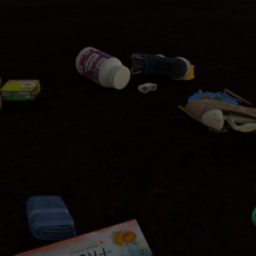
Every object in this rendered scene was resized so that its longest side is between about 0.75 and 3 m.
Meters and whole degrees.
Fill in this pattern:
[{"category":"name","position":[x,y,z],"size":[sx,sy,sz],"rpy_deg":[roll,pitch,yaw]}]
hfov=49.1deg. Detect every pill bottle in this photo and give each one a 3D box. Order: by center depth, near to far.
[{"category":"pill bottle","position":[-1.169,-2.759,13.190],"size":[2.533,1.422,1.422],"rpy_deg":[31,43,32]}]

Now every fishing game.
[{"category":"fishing game","position":[3.520,-1.076,11.509],"size":[2.885,0.448,2.066],"rpy_deg":[-18,40,-24]}]

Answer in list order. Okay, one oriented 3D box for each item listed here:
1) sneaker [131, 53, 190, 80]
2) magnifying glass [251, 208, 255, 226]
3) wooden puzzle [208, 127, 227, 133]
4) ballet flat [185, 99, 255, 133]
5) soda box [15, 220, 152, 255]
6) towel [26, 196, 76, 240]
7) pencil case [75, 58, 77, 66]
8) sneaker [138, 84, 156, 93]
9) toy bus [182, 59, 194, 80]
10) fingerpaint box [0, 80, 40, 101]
[{"category":"sneaker","position":[1.391,-2.984,13.712],"size":[2.145,1.128,2.968],"rpy_deg":[-8,22,-32]},{"category":"magnifying glass","position":[3.348,1.945,6.945],"size":[0.592,0.166,1.487],"rpy_deg":[8,32,13]},{"category":"wooden puzzle","position":[3.266,0.005,10.137],"size":[0.801,0.056,0.475],"rpy_deg":[-6,33,-11]},{"category":"ballet flat","position":[3.480,-0.357,9.830],"size":[2.944,1.002,0.990],"rpy_deg":[6,43,4]},{"category":"soda box","position":[-0.886,2.632,5.205],"size":[2.601,0.827,0.889],"rpy_deg":[-11,34,-16]},{"category":"towel","position":[-1.733,1.948,6.100],"size":[0.885,0.385,1.584],"rpy_deg":[8,6,-25]},{"category":"pencil case","position":[-2.174,-3.499,15.236],"size":[1.391,0.576,0.602],"rpy_deg":[10,24,14]},{"category":"sneaker","position":[0.812,-1.851,12.896],"size":[0.938,0.365,0.466],"rpy_deg":[-9,25,-31]},{"category":"toy bus","position":[2.782,-3.001,14.058],"size":[0.718,1.016,1.059],"rpy_deg":[-18,35,-24]},{"category":"fingerpaint box","position":[-4.736,-1.660,12.375],"size":[1.370,0.503,1.143],"rpy_deg":[0,33,-1]}]
